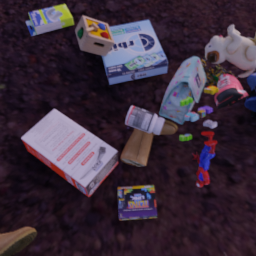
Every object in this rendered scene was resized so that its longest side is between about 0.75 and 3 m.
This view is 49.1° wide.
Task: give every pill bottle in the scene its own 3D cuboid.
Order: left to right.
[{"bbox_3d":[0.474,-0.195,7.888,1.012,0.576,0.576,20,59,6],"label":"pill bottle"}]

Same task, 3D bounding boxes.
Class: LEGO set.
[{"bbox_3d":[2.700,-1.678,8.449,0.744,0.987,1.284,-39,39,-4],"label":"LEGO set"}]

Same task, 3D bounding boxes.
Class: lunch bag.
[{"bbox_3d":[1.655,-1.131,8.179,0.969,1.589,1.353,25,50,8],"label":"lunch bag"}]

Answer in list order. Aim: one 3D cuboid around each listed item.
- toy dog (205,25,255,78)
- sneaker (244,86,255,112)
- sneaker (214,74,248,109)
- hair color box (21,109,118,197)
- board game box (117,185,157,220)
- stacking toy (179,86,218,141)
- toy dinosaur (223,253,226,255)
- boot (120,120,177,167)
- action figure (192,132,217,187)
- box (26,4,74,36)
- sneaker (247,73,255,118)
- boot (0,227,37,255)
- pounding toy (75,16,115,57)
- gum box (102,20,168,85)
[{"bbox_3d":[2.792,-2.083,7.542,1.403,1.361,0.979,6,43,10],"label":"toy dog"},{"bbox_3d":[4.047,-1.126,7.817,0.853,2.431,0.947,27,80,8],"label":"sneaker"},{"bbox_3d":[2.482,-0.985,7.139,0.684,1.855,0.805,-31,80,28],"label":"sneaker"},{"bbox_3d":[-1.726,0.695,8.391,2.564,0.820,1.422,32,62,21],"label":"hair color box"},{"bbox_3d":[0.241,2.073,7.789,1.047,0.297,0.865,-4,55,-2],"label":"board game box"},{"bbox_3d":[1.572,-0.331,6.342,1.270,0.958,0.298,-23,30,-32],"label":"stacking toy"},{"bbox_3d":[2.094,3.755,6.455,1.234,0.782,1.821,-26,73,-7],"label":"toy dinosaur"},{"bbox_3d":[0.670,0.480,8.672,1.410,0.533,1.610,12,59,15],"label":"boot"},{"bbox_3d":[1.755,0.836,6.547,0.413,1.598,0.523,-6,37,-1],"label":"action figure"},{"bbox_3d":[-3.452,-4.702,12.173,1.887,0.450,1.150,-20,58,-14],"label":"box"},{"bbox_3d":[4.590,-0.903,9.377,1.065,0.938,2.388,-10,57,-10],"label":"sneaker"},{"bbox_3d":[-3.540,2.506,7.319,1.656,0.625,1.891,-31,61,-19],"label":"boot"},{"bbox_3d":[-1.224,-3.284,9.823,1.355,0.963,1.247,5,53,-36],"label":"pounding toy"},{"bbox_3d":[0.079,-3.003,10.884,2.236,0.586,2.631,-13,56,-5],"label":"gum box"}]
